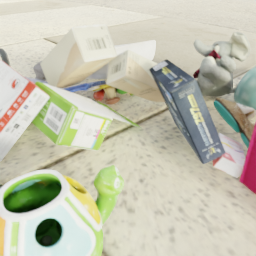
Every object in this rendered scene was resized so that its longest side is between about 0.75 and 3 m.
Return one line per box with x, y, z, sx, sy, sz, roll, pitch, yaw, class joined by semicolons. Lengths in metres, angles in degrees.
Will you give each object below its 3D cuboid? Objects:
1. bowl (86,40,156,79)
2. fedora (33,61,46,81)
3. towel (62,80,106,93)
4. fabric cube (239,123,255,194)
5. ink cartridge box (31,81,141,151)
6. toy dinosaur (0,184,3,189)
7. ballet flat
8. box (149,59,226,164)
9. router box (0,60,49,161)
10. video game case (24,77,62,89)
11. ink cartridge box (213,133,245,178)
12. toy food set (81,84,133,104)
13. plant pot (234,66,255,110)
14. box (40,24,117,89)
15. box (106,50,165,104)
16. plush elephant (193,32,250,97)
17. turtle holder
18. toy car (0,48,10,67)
-0.623;-2.704;11.231;2.952;1.102;2.947;-25;23;-37;bowl
-3.501;-2.420;11.587;1.161;0.524;1.026;0;53;28;fedora
-1.693;-1.433;10.114;1.350;0.222;1.865;-10;10;18;towel
4.538;0.499;5.454;2.895;2.840;2.886;-15;34;-21;fabric cube
-1.259;-0.223;8.361;2.099;1.076;2.840;33;11;40;ink cartridge box
-3.127;1.433;6.206;1.899;0.451;0.837;15;21;22;toy dinosaur
3.304;-0.057;7.681;0.777;0.839;2.381;-32;61;6;ballet flat
1.455;-0.558;7.377;0.667;2.062;2.615;-28;24;6;box
-3.601;-0.455;7.402;2.193;0.597;2.443;34;86;29;router box
-2.986;-1.273;9.817;1.962;0.247;2.154;8;21;-41;video game case
2.573;0.612;7.248;0.711;0.412;1.221;25;36;-6;ink cartridge box
-0.523;-1.294;10.279;2.292;0.749;1.348;-23;11;-37;toy food set
4.526;-1.192;9.390;1.554;1.554;1.041;-17;46;-24;plant pot
-1.706;-2.223;9.137;1.292;1.058;2.721;-22;3;-36;box
0.536;-1.612;9.251;2.293;0.891;1.089;15;-17;-34;box
3.192;-2.391;10.337;2.793;2.300;2.162;7;70;-18;plush elephant
-1.170;1.628;4.672;2.450;1.740;1.862;-6;33;-9;turtle holder
-4.068;-1.271;8.578;1.908;2.323;1.832;5;29;9;toy car
